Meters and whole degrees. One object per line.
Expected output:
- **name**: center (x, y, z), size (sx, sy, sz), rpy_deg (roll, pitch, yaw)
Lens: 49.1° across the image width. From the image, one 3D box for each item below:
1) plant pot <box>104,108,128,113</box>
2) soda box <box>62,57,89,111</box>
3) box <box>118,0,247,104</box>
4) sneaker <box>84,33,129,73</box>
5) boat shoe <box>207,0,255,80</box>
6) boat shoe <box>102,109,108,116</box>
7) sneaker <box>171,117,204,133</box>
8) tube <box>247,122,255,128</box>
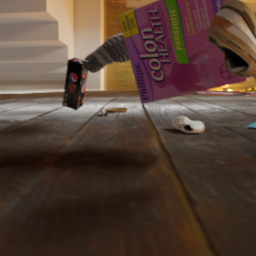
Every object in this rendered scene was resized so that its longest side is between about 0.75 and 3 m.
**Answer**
- **plant pot**: center (-0.742, -1.073, 17.017), size (1.479, 0.203, 1.479), rpy_deg (-1, 10, 0)
- **soda box**: center (-1.207, -1.004, 6.450), size (0.402, 1.136, 0.360), rpy_deg (19, 28, 10)
- **box**: center (1.460, -2.146, 7.322), size (2.727, 2.399, 1.319), rpy_deg (-10, 13, 26)
- **sneaker**: center (-0.565, -3.234, 11.359), size (2.949, 1.102, 1.209), rpy_deg (-10, 33, 39)
- **boat shoe**: center (1.876, -1.148, 4.520), size (1.860, 0.636, 0.695), rpy_deg (37, 4, -31)
- **boat shoe**: center (-1.254, -0.819, 15.395), size (0.268, 0.324, 0.945), rpy_deg (9, 15, -4)
- **sneaker**: center (2.166, -0.111, 10.779), size (0.601, 0.527, 1.500), rpy_deg (-11, 15, -35)
- **tube**: center (5.443, -0.140, 11.704), size (1.161, 0.293, 0.450), rpy_deg (-15, 9, -40)
